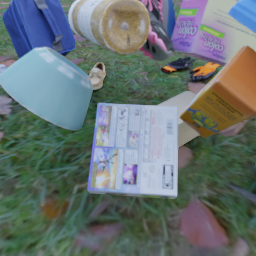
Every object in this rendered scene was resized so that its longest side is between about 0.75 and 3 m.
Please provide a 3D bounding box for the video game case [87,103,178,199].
[{"bbox_3d":[0.122,0.380,4.996,1.479,0.371,1.632,3,68,3],"label":"video game case"}]

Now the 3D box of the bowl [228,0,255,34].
[{"bbox_3d":[2.694,-1.265,4.260,2.489,0.488,2.489,24,30,-15],"label":"bowl"}]

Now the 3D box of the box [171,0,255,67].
[{"bbox_3d":[2.536,-2.865,7.039,2.169,2.466,1.192,9,15,-24],"label":"box"}]

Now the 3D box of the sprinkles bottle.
[{"bbox_3d":[-0.477,-1.966,5.182,0.847,0.847,2.482,-13,27,-17],"label":"sprinkles bottle"}]

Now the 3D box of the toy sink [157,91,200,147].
[{"bbox_3d":[1.465,-0.218,7.887,1.600,0.897,1.043,-28,44,-27],"label":"toy sink"}]

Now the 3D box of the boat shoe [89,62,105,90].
[{"bbox_3d":[-1.233,-2.017,10.708,0.618,0.580,1.677,2,35,3],"label":"boat shoe"}]

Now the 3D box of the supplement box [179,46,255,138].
[{"bbox_3d":[1.612,-0.452,4.834,0.764,2.296,0.790,39,82,5],"label":"supplement box"}]

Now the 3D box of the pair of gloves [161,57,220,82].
[{"bbox_3d":[2.613,-2.464,11.656,2.027,0.251,1.806,25,43,35],"label":"pair of gloves"}]

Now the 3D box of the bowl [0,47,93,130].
[{"bbox_3d":[-1.431,-0.882,5.491,1.835,0.960,1.835,35,10,-7],"label":"bowl"}]

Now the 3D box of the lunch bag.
[{"bbox_3d":[-2.427,-2.684,7.796,1.377,2.027,1.341,-28,9,-35],"label":"lunch bag"}]

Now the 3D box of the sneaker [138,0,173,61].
[{"bbox_3d":[0.463,-3.009,7.047,1.366,1.132,2.864,-28,75,-12],"label":"sneaker"}]

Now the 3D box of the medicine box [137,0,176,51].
[{"bbox_3d":[0.423,-3.460,8.629,1.947,1.773,1.002,-10,46,11],"label":"medicine box"}]

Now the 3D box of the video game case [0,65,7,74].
[{"bbox_3d":[-5.336,-2.308,11.546,0.815,0.108,1.140,-21,41,-27],"label":"video game case"}]
